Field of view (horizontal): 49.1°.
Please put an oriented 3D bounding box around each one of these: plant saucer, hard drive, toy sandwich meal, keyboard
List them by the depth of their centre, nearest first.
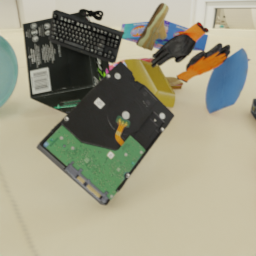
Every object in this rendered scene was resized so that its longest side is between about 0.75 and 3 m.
[{"bbox_3d":[-0.321,0.049,5.255,2.288,1.598,0.433,-52,10,-26],"label":"hard drive"},{"bbox_3d":[-0.916,-2.112,6.102,1.636,0.982,0.210,20,20,5],"label":"keyboard"},{"bbox_3d":[-4.760,-1.694,8.952,2.858,2.858,0.514,3,-5,6],"label":"plant saucer"},{"bbox_3d":[0.843,-1.514,9.116,1.738,0.421,1.739,-1,60,-55],"label":"plant saucer"},{"bbox_3d":[1.704,-1.856,11.947,1.223,0.419,1.223,-3,26,2],"label":"toy sandwich meal"}]

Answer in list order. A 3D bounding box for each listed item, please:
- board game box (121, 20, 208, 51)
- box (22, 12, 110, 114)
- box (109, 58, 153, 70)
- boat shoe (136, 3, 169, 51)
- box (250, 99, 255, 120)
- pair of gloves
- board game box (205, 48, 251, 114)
[{"bbox_3d":[1.199,-3.294,10.138,2.003,0.592,2.634,4,13,-32],"label":"board game box"},{"bbox_3d":[-1.497,-1.593,7.874,1.652,1.974,2.658,-9,-7,7],"label":"box"},{"bbox_3d":[0.019,-1.757,10.458,1.380,1.273,2.690,2,23,21],"label":"box"},{"bbox_3d":[0.818,-2.743,7.824,0.657,0.618,1.725,30,-19,-7],"label":"boat shoe"},{"bbox_3d":[4.696,-0.275,8.127,1.680,0.544,2.131,5,25,9],"label":"box"},{"bbox_3d":[1.878,-2.116,8.403,2.171,0.268,1.934,16,-33,-39],"label":"pair of gloves"},{"bbox_3d":[3.150,-1.334,8.665,0.428,1.736,2.197,14,-13,-12],"label":"board game box"}]
